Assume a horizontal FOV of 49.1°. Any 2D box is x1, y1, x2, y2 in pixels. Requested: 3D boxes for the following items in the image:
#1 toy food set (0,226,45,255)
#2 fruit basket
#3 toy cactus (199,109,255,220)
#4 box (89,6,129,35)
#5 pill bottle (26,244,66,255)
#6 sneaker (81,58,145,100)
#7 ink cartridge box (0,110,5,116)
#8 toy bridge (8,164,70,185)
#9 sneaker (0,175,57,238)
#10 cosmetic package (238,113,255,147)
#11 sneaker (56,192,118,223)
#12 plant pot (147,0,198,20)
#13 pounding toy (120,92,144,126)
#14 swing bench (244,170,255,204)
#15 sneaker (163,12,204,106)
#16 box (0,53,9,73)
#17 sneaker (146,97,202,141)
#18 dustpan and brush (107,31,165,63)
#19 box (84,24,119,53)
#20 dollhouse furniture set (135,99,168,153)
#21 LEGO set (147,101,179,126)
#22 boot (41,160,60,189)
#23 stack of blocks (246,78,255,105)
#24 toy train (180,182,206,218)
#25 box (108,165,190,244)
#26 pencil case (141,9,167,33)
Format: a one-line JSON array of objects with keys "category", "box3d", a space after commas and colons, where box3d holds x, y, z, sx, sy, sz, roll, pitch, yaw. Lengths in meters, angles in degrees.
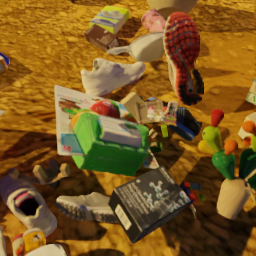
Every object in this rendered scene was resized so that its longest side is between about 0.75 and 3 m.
[{"category": "toy food set", "box3d": [-2.956, 2.406, 5.781, 2.450, 1.170, 1.102, -15, 52, -11]}, {"category": "fruit basket", "box3d": [-0.609, -0.139, 7.464, 2.618, 1.325, 2.826, 14, 39, -26]}, {"category": "toy cactus", "box3d": [2.577, 0.924, 6.478, 1.403, 2.744, 2.264, 23, 87, 60]}, {"category": "box", "box3d": [-0.835, -4.622, 12.159, 1.160, 0.453, 1.903, 17, 51, 15]}, {"category": "pill bottle", "box3d": [-1.137, 3.410, 4.780, 1.418, 1.418, 2.526, -26, 55, -20]}, {"category": "sneaker", "box3d": [-0.435, -1.869, 9.257, 2.414, 1.203, 0.904, -29, 16, -28]}, {"category": "ink cartridge box", "box3d": [-4.592, 0.351, 7.032, 2.158, 1.031, 2.459, 5, 27, 5]}, {"category": "toy bridge", "box3d": [-2.038, 1.101, 6.510, 1.476, 0.496, 0.201, -6, 39, 13]}, {"category": "sneaker", "box3d": [-2.427, 1.669, 6.598, 1.924, 0.849, 0.783, 33, 57, 27]}, {"category": "cosmetic package", "box3d": [4.293, 0.513, 7.596, 1.184, 0.836, 2.288, -22, 53, -19]}, {"category": "sneaker", "box3d": [-0.929, 1.845, 6.735, 1.574, 0.588, 0.646, 11, 41, -3]}, {"category": "plant pot", "box3d": [1.884, -5.760, 11.979, 2.763, 2.763, 1.855, 6, 87, 5]}, {"category": "pounding toy", "box3d": [0.310, -0.517, 8.027, 0.529, 1.156, 1.015, -41, 102, 1]}, {"category": "swing bench", "box3d": [3.377, 1.360, 7.040, 0.773, 0.504, 0.777, -19, 55, -6]}, {"category": "sneaker", "box3d": [1.595, -2.108, 8.712, 1.078, 2.768, 1.137, -11, 18, -4]}, {"category": "box", "box3d": [-5.777, -2.134, 9.991, 1.700, 0.592, 2.855, 34, 60, 25]}, {"category": "sneaker", "box3d": [1.355, -0.396, 8.185, 1.771, 0.621, 0.690, 40, 69, -1]}, {"category": "dustpan and brush", "box3d": [0.320, -2.743, 9.778, 2.130, 1.487, 0.610, -23, 74, -19]}, {"category": "box", "box3d": [-1.049, -3.562, 11.143, 1.310, 0.491, 0.656, 35, 75, 27]}, {"category": "dollhouse furniture set", "box3d": [0.635, -0.073, 7.124, 0.671, 1.342, 0.518, -11, 11, 8]}, {"category": "LEGO set", "box3d": [0.931, -0.407, 6.886, 0.690, 1.499, 0.558, 16, 96, 10]}, {"category": "boot", "box3d": [-2.043, 1.107, 7.212, 0.307, 0.578, 0.879, -32, 51, 14]}, {"category": "stack of blocks", "box3d": [4.904, -0.650, 8.123, 2.631, 1.515, 0.771, 35, 58, 26]}, {"category": "toy train", "box3d": [1.678, 1.760, 6.886, 0.533, 0.390, 0.922, -3, 49, -20]}, {"category": "box", "box3d": [0.448, 1.652, 6.193, 1.407, 0.753, 1.045, -20, 59, -32]}, {"category": "pencil case", "box3d": [1.275, -3.872, 11.089, 0.802, 0.767, 1.853, -32, 67, 2]}]
